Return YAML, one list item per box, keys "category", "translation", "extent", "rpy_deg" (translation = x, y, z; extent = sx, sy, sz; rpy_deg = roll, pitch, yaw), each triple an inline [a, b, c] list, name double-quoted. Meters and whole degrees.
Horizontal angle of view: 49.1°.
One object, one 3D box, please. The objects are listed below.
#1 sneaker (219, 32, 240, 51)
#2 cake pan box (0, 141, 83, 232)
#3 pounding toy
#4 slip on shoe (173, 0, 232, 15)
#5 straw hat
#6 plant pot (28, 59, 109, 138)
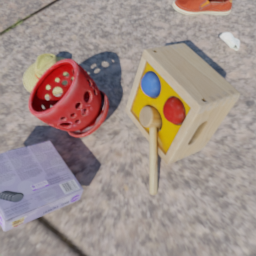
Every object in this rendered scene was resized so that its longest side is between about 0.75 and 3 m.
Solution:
- category: "sneaker"
  translation: [4.113, -3.473, 11.241]
  extent: [1.071, 0.377, 0.429]
  rpy_deg: [19, 62, -26]
- category: "cake pan box"
  translation: [-2.474, 1.323, 7.180]
  extent: [2.117, 0.554, 1.949]
  rpy_deg: [-17, 54, -40]
- category: "pounding toy"
  translation: [1.149, -0.261, 8.009]
  extent: [2.131, 2.998, 2.760]
  rpy_deg: [-18, 56, -31]
- category: "slip on shoe"
  translation: [3.424, -5.751, 12.866]
  extent: [2.725, 0.834, 1.009]
  rpy_deg: [3, 57, 4]
- category: "straw hat"
  translation: [-2.976, -2.227, 10.295]
  extent: [2.086, 0.883, 2.086]
  rpy_deg: [1, 57, -1]
- category: "plant pot"
  translation: [-1.707, -0.806, 8.518]
  extent: [1.953, 1.778, 1.953]
  rpy_deg: [-18, 55, 27]
